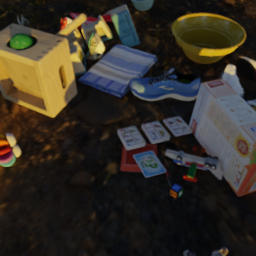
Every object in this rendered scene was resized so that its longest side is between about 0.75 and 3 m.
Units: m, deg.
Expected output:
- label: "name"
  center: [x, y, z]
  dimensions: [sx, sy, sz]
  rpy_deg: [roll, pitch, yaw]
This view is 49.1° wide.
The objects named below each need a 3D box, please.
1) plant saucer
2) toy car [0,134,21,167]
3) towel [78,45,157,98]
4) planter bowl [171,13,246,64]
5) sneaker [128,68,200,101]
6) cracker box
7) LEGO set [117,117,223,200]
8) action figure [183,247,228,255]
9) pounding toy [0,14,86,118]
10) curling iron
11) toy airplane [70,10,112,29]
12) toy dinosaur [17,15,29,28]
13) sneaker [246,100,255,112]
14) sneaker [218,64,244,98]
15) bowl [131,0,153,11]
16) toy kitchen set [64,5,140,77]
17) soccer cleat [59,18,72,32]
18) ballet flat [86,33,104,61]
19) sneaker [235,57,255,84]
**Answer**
- label: "plant saucer"
  center: [0.331, 0.813, 8.213]
  dimensions: [1.040, 0.191, 1.038]
  rpy_deg: [3, 48, 4]
- label: "toy car"
  center: [-3.461, 0.676, 7.779]
  dimensions: [0.833, 0.952, 0.714]
  rpy_deg: [-24, 37, -20]
- label: "towel"
  center: [-0.347, -2.343, 10.993]
  dimensions: [2.043, 0.331, 2.781]
  rpy_deg: [23, 52, 21]
- label: "planter bowl"
  center: [3.139, -3.460, 11.423]
  dimensions: [2.863, 1.193, 2.863]
  rpy_deg: [0, 48, 0]
- label: "sneaker"
  center: [1.283, -1.634, 9.803]
  dimensions: [2.544, 1.134, 0.999]
  rpy_deg: [-1, 48, 0]
- label: "cracker box"
  center: [2.787, 0.203, 7.640]
  dimensions: [0.785, 1.823, 2.721]
  rpy_deg: [-15, 50, -16]
- label: "LEGO set"
  center: [1.192, 0.831, 8.047]
  dimensions: [2.221, 0.730, 2.973]
  rpy_deg: [-13, 36, -16]
- label: "action figure"
  center: [1.554, 3.000, 6.002]
  dimensions: [1.299, 0.451, 0.845]
  rpy_deg: [-18, 74, -11]
- label: "pounding toy"
  center: [-2.834, -2.217, 9.161]
  dimensions: [2.618, 2.844, 2.022]
  rpy_deg: [20, 51, 18]
- label: "curling iron"
  center: [1.051, 1.354, 7.706]
  dimensions: [0.325, 0.168, 1.312]
  rpy_deg: [-6, 56, -22]
- label: "toy airplane"
  center: [-1.704, -5.144, 13.396]
  dimensions: [2.756, 0.507, 2.756]
  rpy_deg: [-5, 38, 4]
- label: "toy dinosaur"
  center: [-4.009, -3.358, 11.290]
  dimensions: [0.853, 1.133, 2.216]
  rpy_deg: [-31, 62, 14]
- label: "sneaker"
  center: [4.188, -0.496, 9.076]
  dimensions: [2.321, 0.879, 0.894]
  rpy_deg: [3, 33, -4]
- label: "sneaker"
  center: [3.593, -1.383, 9.900]
  dimensions: [0.921, 0.788, 2.115]
  rpy_deg: [17, 60, 7]
- label: "bowl"
  center: [0.789, -6.526, 14.507]
  dimensions: [1.243, 0.650, 1.243]
  rpy_deg: [-7, 48, 8]
- label: "toy kitchen set"
  center: [-0.982, -3.226, 11.298]
  dimensions: [2.798, 1.648, 2.241]
  rpy_deg: [-19, 47, 10]
- label: "soccer cleat"
  center: [-2.729, -3.939, 11.873]
  dimensions: [0.617, 1.449, 0.497]
  rpy_deg: [-4, 40, -46]
- label: "ballet flat"
  center: [-1.226, -3.094, 10.883]
  dimensions: [0.644, 1.790, 0.644]
  rpy_deg: [2, 81, -14]
- label: "sneaker"
  center: [5.013, -2.113, 10.656]
  dimensions: [0.903, 0.680, 1.931]
  rpy_deg: [-19, 48, -36]
